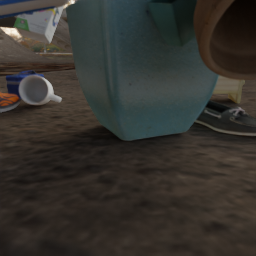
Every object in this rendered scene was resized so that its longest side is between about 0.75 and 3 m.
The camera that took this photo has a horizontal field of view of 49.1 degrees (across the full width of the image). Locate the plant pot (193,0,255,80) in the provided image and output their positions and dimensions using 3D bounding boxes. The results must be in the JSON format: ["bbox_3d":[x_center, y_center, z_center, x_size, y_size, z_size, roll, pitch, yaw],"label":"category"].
[{"bbox_3d":[1.984,-2.246,3.855,2.511,2.190,2.511,-7,-22,-3],"label":"plant pot"}]

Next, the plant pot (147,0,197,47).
[{"bbox_3d":[0.782,-1.785,4.600,0.558,0.790,0.559,-39,42,-19],"label":"plant pot"}]

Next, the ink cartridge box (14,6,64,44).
[{"bbox_3d":[-2.741,-3.486,8.684,1.027,1.413,0.618,17,-10,3],"label":"ink cartridge box"}]

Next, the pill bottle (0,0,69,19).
[{"bbox_3d":[-1.491,-2.169,3.678,2.265,1.271,1.271,-20,22,-20],"label":"pill bottle"}]

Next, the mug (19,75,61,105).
[{"bbox_3d":[-2.934,-1.201,9.675,1.310,0.967,1.149,22,2,-3],"label":"mug"}]

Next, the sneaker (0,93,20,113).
[{"bbox_3d":[-4.325,-1.089,8.532,0.867,1.252,2.235,9,18,28],"label":"sneaker"}]

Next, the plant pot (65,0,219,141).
[{"bbox_3d":[0.299,-1.343,6.478,2.829,2.881,2.821,-7,19,-23],"label":"plant pot"}]

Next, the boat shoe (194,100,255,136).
[{"bbox_3d":[2.276,-0.376,7.076,0.813,0.693,2.433,-11,20,-34],"label":"boat shoe"}]

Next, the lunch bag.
[{"bbox_3d":[-4.142,-1.822,11.512,1.032,1.005,1.519,10,20,30],"label":"lunch bag"}]

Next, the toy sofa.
[{"bbox_3d":[2.789,-1.661,10.451,2.695,1.315,1.116,0,16,3],"label":"toy sofa"}]
